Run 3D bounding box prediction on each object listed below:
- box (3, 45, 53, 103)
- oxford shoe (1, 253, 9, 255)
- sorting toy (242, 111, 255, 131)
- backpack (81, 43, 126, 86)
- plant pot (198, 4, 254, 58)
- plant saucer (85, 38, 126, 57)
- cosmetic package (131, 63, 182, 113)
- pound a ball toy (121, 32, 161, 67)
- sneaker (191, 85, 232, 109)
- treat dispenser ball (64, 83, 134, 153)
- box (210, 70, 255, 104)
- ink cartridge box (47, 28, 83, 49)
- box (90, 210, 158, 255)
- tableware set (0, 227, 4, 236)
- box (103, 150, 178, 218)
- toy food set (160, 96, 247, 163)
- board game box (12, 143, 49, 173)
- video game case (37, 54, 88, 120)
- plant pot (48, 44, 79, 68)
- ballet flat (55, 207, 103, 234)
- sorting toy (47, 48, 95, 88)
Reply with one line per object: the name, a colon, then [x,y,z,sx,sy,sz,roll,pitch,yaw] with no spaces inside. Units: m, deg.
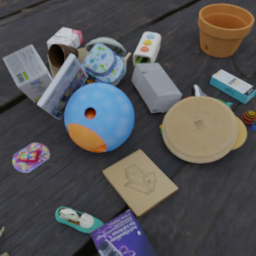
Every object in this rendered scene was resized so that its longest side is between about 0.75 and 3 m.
box: [-3.860,-2.098,11.424,1.198,2.364,1.330,-29,82,-7]
oxford shoe: [-3.706,3.857,7.824,0.297,0.316,0.844,25,53,20]
sorting toy: [5.239,-0.275,11.332,1.275,0.523,0.766,29,54,23]
backpack: [-1.069,-2.778,12.630,1.790,1.316,1.638,33,84,7]
plant pot: [4.871,-4.950,14.564,2.666,1.866,2.666,0,49,0]
plant saucer: [-1.057,-3.880,13.392,1.945,1.945,0.488,5,84,5]
cosmetic package: [1.182,-1.770,12.208,1.244,1.050,2.329,-9,46,-26]
pound a ball toy: [0.634,-3.954,14.237,1.604,1.045,2.459,13,49,11]
sneaker: [3.517,-0.911,11.561,1.411,0.977,2.337,-9,57,-2]
treat dispenser ball: [-1.033,-0.363,10.141,2.505,2.505,2.505,0,49,0]
box: [4.778,-1.899,12.799,0.784,0.468,1.906,-34,57,-26]
ink cartridge box: [-3.368,-4.594,15.037,1.205,0.681,1.644,17,51,14]
box: [-0.047,3.464,7.719,1.341,0.945,1.812,-26,53,-17]
tableware set: [-4.083,3.405,8.321,0.627,0.190,0.949,-5,42,12]
box: [0.388,1.826,9.662,1.705,0.222,2.086,-28,53,-23]
toy food set: [2.688,-0.009,10.575,2.871,0.698,2.842,-33,61,-3]
board game box: [-3.636,1.007,10.378,1.354,0.264,1.070,-37,58,-28]
video game case: [-2.218,-1.355,9.794,0.230,1.822,2.000,30,83,10]
plant pot: [-2.969,-3.475,13.314,1.118,1.118,1.196,29,32,23]
ballet flat: [-1.528,2.812,8.585,1.584,0.558,0.533,13,48,11]
sorting toy: [-2.590,-2.724,13.635,2.208,0.397,2.964,-13,56,-12]
